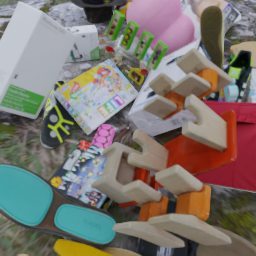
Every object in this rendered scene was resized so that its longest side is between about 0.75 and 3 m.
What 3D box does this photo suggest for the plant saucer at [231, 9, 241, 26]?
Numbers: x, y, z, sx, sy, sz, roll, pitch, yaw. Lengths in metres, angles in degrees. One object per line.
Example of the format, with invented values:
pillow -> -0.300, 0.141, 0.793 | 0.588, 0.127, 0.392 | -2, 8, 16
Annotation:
plant saucer -> 3.428, -4.619, 11.724 | 2.382, 0.598, 2.382 | 3, 46, -3

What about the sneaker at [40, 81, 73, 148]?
sneaker -> -1.773, -0.281, 7.018 | 0.700, 0.709, 1.856 | 24, 53, -24

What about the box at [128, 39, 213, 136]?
box -> 1.172, -1.066, 7.152 | 1.556, 0.802, 2.668 | -20, 29, 37

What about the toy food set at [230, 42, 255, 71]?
toy food set -> 4.280, -2.322, 9.293 | 1.758, 0.428, 1.741 | 12, 43, 5

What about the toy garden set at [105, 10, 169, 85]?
toy garden set -> 0.033, -1.974, 7.316 | 1.648, 1.374, 0.329 | 37, 46, 7

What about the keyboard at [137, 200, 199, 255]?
keyboard -> 0.617, 2.047, 4.355 | 0.992, 0.378, 1.907 | 14, 49, 6

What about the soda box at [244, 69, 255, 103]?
soda box -> 3.595, -0.935, 7.723 | 0.616, 0.572, 1.801 | 15, 43, 15

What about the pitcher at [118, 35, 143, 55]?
pitcher -> 0.207, -2.859, 9.531 | 1.041, 0.631, 0.893 | 14, 61, -22

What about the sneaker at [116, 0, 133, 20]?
sneaker -> 0.373, -4.874, 11.916 | 2.194, 0.822, 0.989 | 15, 38, 17

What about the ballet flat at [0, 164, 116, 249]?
ballet flat -> -1.167, 1.233, 4.152 | 2.084, 0.713, 0.709 | 32, 63, -10

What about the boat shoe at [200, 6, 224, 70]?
boat shoe -> 2.400, -2.274, 8.171 | 0.845, 2.317, 0.729 | 5, 13, 27

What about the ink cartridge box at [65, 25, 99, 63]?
ink cartridge box -> -1.746, -2.822, 9.479 | 1.418, 1.036, 0.598 | -10, 43, -10

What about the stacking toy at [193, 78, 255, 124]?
stacking toy -> 2.156, -0.632, 6.107 | 1.649, 2.186, 0.514 | -7, 73, 10

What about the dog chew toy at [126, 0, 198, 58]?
dog chew toy -> 1.251, -2.996, 8.723 | 2.780, 1.731, 1.731 | 46, 44, -15

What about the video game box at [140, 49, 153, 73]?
video game box -> 0.676, -2.101, 8.879 | 0.179, 0.763, 0.695 | -32, 50, -30

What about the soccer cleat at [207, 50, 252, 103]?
soccer cleat -> 2.528, -0.937, 7.132 | 0.870, 1.045, 2.578 | 20, 61, 21

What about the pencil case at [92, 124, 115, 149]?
pencil case -> -0.565, 0.312, 6.464 | 0.446, 0.432, 0.952 | -18, 36, 26

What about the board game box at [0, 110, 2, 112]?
board game box -> -3.602, -0.929, 7.381 | 0.493, 1.018, 0.812 | 31, 50, 29

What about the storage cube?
storage cube -> 2.028, 0.313, 5.007 | 1.333, 1.402, 1.560 | 5, -1, 29

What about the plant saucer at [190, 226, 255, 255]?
plant saucer -> 1.188, 2.534, 4.040 | 2.335, 0.344, 2.335 | 0, 42, 0

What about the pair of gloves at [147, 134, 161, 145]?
pair of gloves -> 0.318, 0.501, 6.134 | 0.700, 0.097, 0.785 | 23, 76, 29

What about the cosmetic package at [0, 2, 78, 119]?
cosmetic package -> -2.477, -1.592, 6.905 | 1.025, 2.417, 1.300 | 33, 8, 30

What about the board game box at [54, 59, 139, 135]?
board game box -> -0.748, -0.871, 7.282 | 1.303, 0.332, 1.939 | 50, 52, -1

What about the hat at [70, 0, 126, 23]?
hat -> -1.349, -5.151, 12.116 | 2.522, 1.017, 2.522 | 5, 39, -4

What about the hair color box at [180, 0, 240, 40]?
hair color box -> 2.485, -4.135, 10.206 | 0.884, 1.491, 2.727 | 16, 28, -42

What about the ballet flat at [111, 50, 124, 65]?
ballet flat -> -0.442, -2.208, 9.175 | 0.241, 0.773, 0.261 | 49, 22, 0

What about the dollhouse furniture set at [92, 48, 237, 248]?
dollhouse furniture set -> 0.602, 0.510, 4.185 | 1.254, 2.408, 2.434 | 30, 54, -21

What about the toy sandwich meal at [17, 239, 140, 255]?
toy sandwich meal -> -0.652, 2.476, 3.174 | 2.837, 0.972, 2.837 | -14, 40, 12

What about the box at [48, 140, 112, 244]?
box -> -0.880, 1.147, 5.301 | 1.215, 0.354, 1.774 | 19, 57, 24
